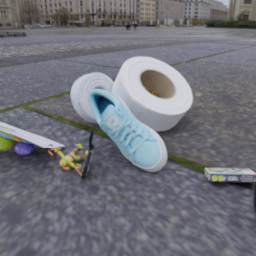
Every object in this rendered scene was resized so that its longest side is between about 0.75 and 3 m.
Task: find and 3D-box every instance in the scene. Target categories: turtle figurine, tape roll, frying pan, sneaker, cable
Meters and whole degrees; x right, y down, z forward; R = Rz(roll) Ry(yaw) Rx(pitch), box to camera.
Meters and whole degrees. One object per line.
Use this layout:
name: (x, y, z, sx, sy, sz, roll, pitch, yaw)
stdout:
turtle figurine: (-1.418, 0.817, 7.206, 1.159, 0.373, 0.935, 30, 31, 21)
tape roll: (0.817, -1.200, 9.606, 2.688, 0.940, 2.688, 14, 50, -17)
frying pan: (-0.902, 0.555, 6.664, 0.226, 1.391, 0.841, 17, 18, -7)
sneaker: (-0.208, 0.018, 7.227, 2.851, 1.054, 1.168, 46, 15, 33)
cable: (-1.102, -1.032, 9.702, 1.741, 1.740, 0.603, -15, 5, -39)

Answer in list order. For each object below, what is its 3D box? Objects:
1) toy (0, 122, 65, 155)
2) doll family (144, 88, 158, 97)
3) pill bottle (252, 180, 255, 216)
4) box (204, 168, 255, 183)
toy: (-3.335, 0.248, 7.578, 2.831, 0.668, 1.630, 23, 1, 6)
doll family: (1.214, -1.896, 13.319, 1.319, 0.958, 2.125, -1, 4, 16)
pill bottle: (3.418, 1.346, 4.988, 2.050, 1.146, 1.146, 3, 23, 6)
box: (2.404, 1.112, 6.588, 1.065, 0.185, 0.586, 1, 6, 2)
